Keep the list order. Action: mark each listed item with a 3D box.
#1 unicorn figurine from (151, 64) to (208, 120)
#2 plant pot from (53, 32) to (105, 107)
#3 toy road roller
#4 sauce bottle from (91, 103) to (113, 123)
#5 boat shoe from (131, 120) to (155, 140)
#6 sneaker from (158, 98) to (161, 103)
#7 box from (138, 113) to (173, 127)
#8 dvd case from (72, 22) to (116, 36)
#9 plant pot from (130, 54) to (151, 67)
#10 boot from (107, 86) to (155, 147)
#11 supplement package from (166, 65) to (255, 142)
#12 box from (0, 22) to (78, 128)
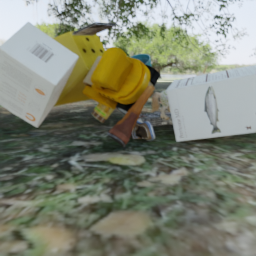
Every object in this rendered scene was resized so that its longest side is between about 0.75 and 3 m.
[{"bbox_3d":[1.661,-0.947,8.546,1.984,1.363,0.733,-16,42,-4],"label":"unicorn figurine"},{"bbox_3d":[-1.902,-2.315,10.300,1.941,2.201,2.201,-29,-5,36],"label":"plant pot"},{"bbox_3d":[-0.475,-1.509,8.033,2.493,1.532,1.820,26,-6,37],"label":"toy road roller"},{"bbox_3d":[-0.556,-1.032,9.844,0.585,1.808,0.585,36,4,-3],"label":"sauce bottle"},{"bbox_3d":[0.293,0.107,7.478,0.498,0.497,1.375,-18,10,-13],"label":"boat shoe"},{"bbox_3d":[1.780,-1.492,13.832,0.939,0.362,0.384,-2,-20,33],"label":"sneaker"},{"bbox_3d":[0.802,-0.291,9.736,1.255,0.312,0.990,-7,13,-29],"label":"box"},{"bbox_3d":[-1.061,-3.027,8.625,1.150,0.092,0.855,-3,11,43],"label":"dvd case"},{"bbox_3d":[0.400,-1.868,9.456,0.947,0.890,0.947,-14,39,11],"label":"plant pot"},{"bbox_3d":[0.189,-0.312,6.662,0.527,1.540,1.450,38,6,3],"label":"boot"},{"bbox_3d":[2.411,-0.660,7.279,2.474,1.446,1.451,-9,17,20],"label":"supplement package"},{"bbox_3d":[-2.676,-1.350,7.873,1.571,1.231,2.526,34,-36,-10],"label":"box"}]
